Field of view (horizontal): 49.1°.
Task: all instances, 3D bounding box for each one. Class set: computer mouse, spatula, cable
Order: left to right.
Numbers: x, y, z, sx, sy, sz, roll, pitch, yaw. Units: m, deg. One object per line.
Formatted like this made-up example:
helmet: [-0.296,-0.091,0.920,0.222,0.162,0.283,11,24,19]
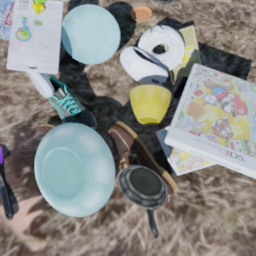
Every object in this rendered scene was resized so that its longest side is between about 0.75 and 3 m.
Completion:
spatula: [-4.115,1.717,8.979,0.750,0.273,2.654,-27,68,-6]
computer mouse: [0.754,-1.662,9.246,2.505,1.374,0.550,33,42,-8]
cable: [1.088,-2.632,9.484,1.582,1.583,0.548,18,43,-21]

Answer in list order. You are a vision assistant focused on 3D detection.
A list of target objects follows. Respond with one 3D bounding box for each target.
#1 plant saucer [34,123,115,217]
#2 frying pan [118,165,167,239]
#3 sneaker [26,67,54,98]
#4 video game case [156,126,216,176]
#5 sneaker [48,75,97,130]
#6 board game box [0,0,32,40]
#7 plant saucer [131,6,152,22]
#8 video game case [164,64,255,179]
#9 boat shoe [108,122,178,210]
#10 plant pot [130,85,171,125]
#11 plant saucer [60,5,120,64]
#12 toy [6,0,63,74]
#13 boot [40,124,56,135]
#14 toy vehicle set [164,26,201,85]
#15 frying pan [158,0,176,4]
plant saucer: [-1.772,1.274,8.184,2.845,0.548,2.845,1,92,23]
frying pan: [0.582,1.685,6.648,2.039,1.233,0.332,54,38,-9]
sneaker: [-2.882,-1.941,9.201,0.879,0.907,2.484,-30,55,-15]
video game case: [1.696,0.510,7.988,0.182,1.591,1.447,-20,85,-51]
sneaker: [-2.102,-0.790,9.454,1.039,1.221,2.677,-41,62,-12]
board game box: [-4.743,-4.645,11.741,2.035,0.628,2.036,7,65,4]
plant saucer: [0.571,-4.901,12.116,0.913,0.171,0.913,0,66,0]
video game case: [2.465,-0.291,7.029,2.446,0.308,2.688,21,58,7]
boat shoe: [0.245,1.061,8.097,0.963,0.964,2.737,-36,78,-21]
plant pot: [0.640,-0.604,8.410,1.248,1.248,0.886,5,70,2]
plant saucer: [-1.250,-3.116,9.372,1.948,1.948,0.375,-4,36,-2]
toy: [-2.883,-2.867,8.857,1.461,0.599,2.538,3,79,-11]
boot: [-2.492,0.668,9.243,1.569,0.568,1.305,27,59,5]
toy vehicle set: [1.992,-2.606,10.150,1.142,0.244,1.837,-10,91,23]
frying pan: [1.103,-4.657,9.500,1.572,0.256,0.951,32,75,25]
